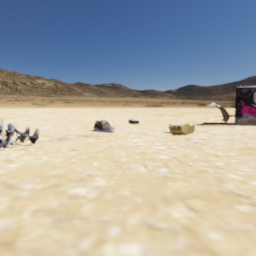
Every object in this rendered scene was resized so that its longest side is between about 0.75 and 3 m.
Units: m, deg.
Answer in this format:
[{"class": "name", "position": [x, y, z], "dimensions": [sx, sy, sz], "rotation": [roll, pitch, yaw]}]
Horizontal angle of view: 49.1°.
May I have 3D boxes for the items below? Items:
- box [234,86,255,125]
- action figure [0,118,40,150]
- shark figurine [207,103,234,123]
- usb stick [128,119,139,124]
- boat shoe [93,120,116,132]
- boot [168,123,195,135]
[{"class": "box", "position": [5.740, -0.895, 11.151], "dimensions": [2.713, 1.557, 1.793], "rotation": [2, 5, 24]}, {"class": "action figure", "position": [-2.355, 0.115, 5.397], "dimensions": [0.694, 0.596, 1.168], "rotation": [16, 12, 33]}, {"class": "shark figurine", "position": [4.100, -0.596, 12.315], "dimensions": [1.331, 0.555, 0.795], "rotation": [43, -17, -21]}, {"class": "usb stick", "position": [0.235, -0.268, 12.084], "dimensions": [0.278, 0.163, 1.002], "rotation": [-1, 5, -14]}, {"class": "boat shoe", "position": [-0.762, -0.070, 8.637], "dimensions": [0.366, 0.366, 1.012], "rotation": [-5, 7, -43]}, {"class": "boot", "position": [1.447, 0.006, 8.011], "dimensions": [0.694, 0.325, 0.893], "rotation": [4, 5, 33]}]
